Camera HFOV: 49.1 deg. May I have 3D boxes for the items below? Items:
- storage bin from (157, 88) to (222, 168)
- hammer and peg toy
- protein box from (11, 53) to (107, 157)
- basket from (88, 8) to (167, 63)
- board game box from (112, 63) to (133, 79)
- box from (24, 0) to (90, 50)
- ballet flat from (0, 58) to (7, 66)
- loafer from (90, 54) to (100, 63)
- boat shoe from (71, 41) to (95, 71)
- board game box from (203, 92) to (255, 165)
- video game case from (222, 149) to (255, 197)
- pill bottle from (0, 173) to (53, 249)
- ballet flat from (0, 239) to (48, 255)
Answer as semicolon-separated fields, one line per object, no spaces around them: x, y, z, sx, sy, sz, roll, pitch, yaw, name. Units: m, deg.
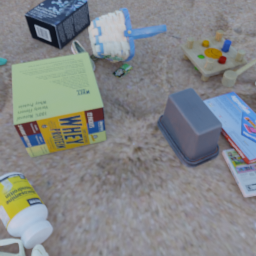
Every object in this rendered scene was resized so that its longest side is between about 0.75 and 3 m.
2.175;-0.153;9.328;1.679;1.549;2.307;-20;56;-14;storage bin
3.820;-2.769;11.647;2.189;1.050;2.976;-19;55;-16;hammer and peg toy
-2.348;-0.842;9.650;2.689;1.828;2.709;-12;54;-9;protein box
-0.102;-3.758;11.486;2.877;2.001;2.536;-14;13;-6;basket
-0.224;-2.432;11.976;0.451;0.101;0.861;33;59;25;board game box
-3.246;-5.134;13.271;1.811;1.307;2.441;25;57;18;box
-5.956;-2.903;12.104;1.300;0.457;0.438;-11;54;-8;ballet flat
-1.368;-3.298;12.457;0.403;0.373;1.071;32;59;22;loafer
-1.954;-3.051;11.955;0.547;0.471;1.520;-36;81;-17;boat shoe
3.955;-0.116;9.932;1.527;0.288;2.967;-17;49;-12;board game box
4.233;1.294;8.970;1.875;0.207;1.706;-8;48;-6;video game case
-2.942;2.263;7.750;1.105;1.105;1.972;-34;60;-23;pill bottle
-2.685;3.289;6.900;2.566;0.870;0.966;11;79;0;ballet flat
